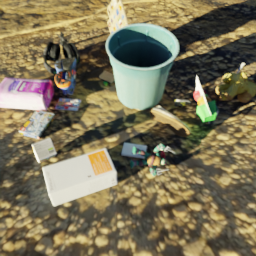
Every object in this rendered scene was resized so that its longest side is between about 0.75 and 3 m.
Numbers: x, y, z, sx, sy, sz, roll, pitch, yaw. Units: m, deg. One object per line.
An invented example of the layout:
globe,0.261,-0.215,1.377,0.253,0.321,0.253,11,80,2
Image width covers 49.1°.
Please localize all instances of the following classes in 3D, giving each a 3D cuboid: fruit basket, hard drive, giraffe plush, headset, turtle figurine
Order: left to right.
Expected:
headset,-3.464,-3.823,14.693,1.834,1.396,2.970,-3,61,-11
hard drive,0.229,0.855,10.541,0.869,0.114,0.573,7,46,8
turtle figurine,0.862,1.137,9.843,1.503,0.757,1.125,9,77,-11
fruit basket,3.031,-1.092,11.160,0.764,1.509,1.629,-13,73,9
giraffe plush,5.011,-1.741,12.375,1.413,1.743,1.504,30,26,-18

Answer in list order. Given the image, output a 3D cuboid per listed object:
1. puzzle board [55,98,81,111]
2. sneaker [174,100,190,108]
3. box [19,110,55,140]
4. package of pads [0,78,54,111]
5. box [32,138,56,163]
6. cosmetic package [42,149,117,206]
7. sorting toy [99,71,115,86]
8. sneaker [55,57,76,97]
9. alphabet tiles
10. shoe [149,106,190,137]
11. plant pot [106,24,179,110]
puzzle board,-2.658,-1.055,12.425,1.019,0.089,0.768,5,46,4
sneaker,2.363,-1.050,12.315,0.801,0.339,0.298,3,2,-20
box,-3.694,-0.151,11.416,0.892,0.260,1.304,13,47,12
package of pads,-4.558,-1.490,12.302,2.288,0.866,1.379,5,47,4
box,-2.943,0.810,9.803,0.645,1.147,0.581,-22,86,-19
cosmetic package,-1.581,1.605,9.338,2.214,0.789,1.123,-17,48,-15
sorting toy,-1.051,-2.390,13.648,0.704,0.140,0.952,28,49,8
sneaker,-2.894,-2.444,13.132,0.982,1.023,2.608,-4,45,2
alphabet tiles,-0.452,-4.894,14.066,0.093,2.443,2.936,-16,90,-19
shoe,1.747,-0.316,11.267,1.927,0.674,0.514,34,57,27
plant pot,0.533,-2.375,11.720,2.778,2.721,2.778,0,55,0
